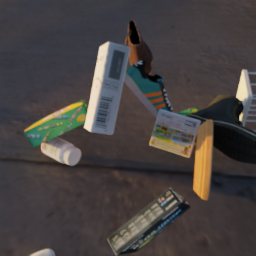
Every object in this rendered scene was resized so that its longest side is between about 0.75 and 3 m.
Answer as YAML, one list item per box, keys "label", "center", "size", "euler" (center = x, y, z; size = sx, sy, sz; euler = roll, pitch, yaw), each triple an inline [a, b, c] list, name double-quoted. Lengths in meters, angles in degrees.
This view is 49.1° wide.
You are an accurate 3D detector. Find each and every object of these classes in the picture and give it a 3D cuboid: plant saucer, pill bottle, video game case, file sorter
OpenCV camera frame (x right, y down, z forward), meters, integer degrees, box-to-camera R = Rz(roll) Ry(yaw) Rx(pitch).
- label: "plant saucer"
  center: [1.811, 0.754, 6.816]
  size: [0.362, 1.932, 1.932]
  euler: [3, 44, 13]
- label: "pill bottle"
  center: [-2.130, 0.728, 8.934]
  size: [1.202, 0.681, 0.681]
  euler: [21, 48, 31]
- label: "video game case"
  center: [1.244, 0.144, 7.523]
  size: [1.134, 1.032, 0.130]
  euler: [17, 11, 14]
- label: "file sorter"
  center: [4.363, -0.670, 9.386]
  size: [1.289, 2.071, 1.437]
  euler: [3, 47, 10]

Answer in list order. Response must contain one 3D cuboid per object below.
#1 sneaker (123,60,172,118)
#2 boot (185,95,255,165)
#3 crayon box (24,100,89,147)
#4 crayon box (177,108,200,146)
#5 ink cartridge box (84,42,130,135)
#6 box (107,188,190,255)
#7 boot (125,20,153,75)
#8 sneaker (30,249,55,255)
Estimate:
- label: "sneaker"
  center: [0.836, -0.979, 8.270]
  size: [0.917, 2.296, 0.819]
  euler: [-41, 27, 10]
- label: "boot"
  center: [3.025, -0.204, 7.773]
  size: [1.918, 1.074, 2.773]
  euler: [-35, 39, -24]
- label: "crayon box"
  center: [-2.137, -0.181, 8.796]
  size: [1.957, 0.570, 1.162]
  euler: [-25, 14, 0]
- label: "crayon box"
  center: [1.961, 0.042, 9.114]
  size: [0.736, 1.239, 0.361]
  euler: [-20, 29, -29]
- label: "ink cartridge box"
  center: [-0.806, -1.024, 7.562]
  size: [0.741, 2.112, 2.598]
  euler: [10, 4, -24]
- label: "box"
  center: [0.512, 2.025, 6.006]
  size: [1.673, 1.329, 0.385]
  euler: [-40, 62, 1]
- label: "boot"
  center: [0.428, -3.275, 11.071]
  size: [1.023, 2.352, 2.827]
  euler: [-10, 54, 5]
- label: "sneaker"
  center: [-2.480, 3.308, 6.549]
  size: [1.545, 0.547, 0.564]
  euler: [-24, 49, -22]
